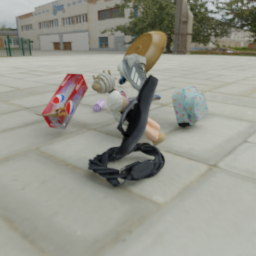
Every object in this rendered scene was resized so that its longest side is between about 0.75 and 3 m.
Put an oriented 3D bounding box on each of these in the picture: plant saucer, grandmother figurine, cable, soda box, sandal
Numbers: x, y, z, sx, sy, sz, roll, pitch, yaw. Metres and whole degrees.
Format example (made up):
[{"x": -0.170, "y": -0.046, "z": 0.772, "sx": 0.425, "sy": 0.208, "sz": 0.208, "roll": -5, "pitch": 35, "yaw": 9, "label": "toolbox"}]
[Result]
[{"x": 0.042, "y": -0.295, "z": 9.953, "sx": 1.916, "sy": 0.481, "sz": 1.916, "roll": 25, "pitch": 7, "yaw": -3, "label": "plant saucer"}, {"x": 0.502, "y": -3.101, "z": 11.731, "sx": 0.446, "sy": 2.517, "sz": 2.517, "roll": 33, "pitch": 0, "yaw": -32, "label": "plant saucer"}, {"x": 0.162, "y": -0.303, "z": 7.816, "sx": 2.107, "sy": 0.638, "sz": 1.278, "roll": 40, "pitch": -6, "yaw": -38, "label": "grandmother figurine"}, {"x": -0.019, "y": 0.921, "z": 7.588, "sx": 1.750, "sy": 0.545, "sz": 2.144, "roll": 9, "pitch": 22, "yaw": 39, "label": "cable"}, {"x": -2.307, "y": -1.038, "z": 10.442, "sx": 0.707, "sy": 0.781, "sz": 2.230, "roll": 5, "pitch": 51, "yaw": 20, "label": "soda box"}, {"x": 0.111, "y": -0.349, "z": 6.749, "sx": 0.559, "sy": 0.992, "sz": 2.609, "roll": 28, "pitch": 46, "yaw": -10, "label": "sandal"}]

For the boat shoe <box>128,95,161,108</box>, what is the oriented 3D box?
[{"x": 0.733, "y": -1.140, "z": 12.219, "sx": 1.455, "sy": 0.527, "sz": 0.526, "roll": -7, "pitch": 10, "yaw": -3, "label": "boat shoe"}]

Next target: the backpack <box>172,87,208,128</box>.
[{"x": 2.346, "y": -0.871, "z": 10.750, "sx": 1.256, "sy": 1.428, "sz": 1.095, "roll": -27, "pitch": 7, "yaw": -42, "label": "backpack"}]

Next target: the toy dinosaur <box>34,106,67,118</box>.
[{"x": -2.304, "y": -0.433, "z": 8.777, "sx": 0.666, "sy": 0.379, "sz": 1.253, "roll": -16, "pitch": 4, "yaw": 11, "label": "toy dinosaur"}]

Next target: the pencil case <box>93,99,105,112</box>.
[{"x": -1.401, "y": -1.076, "z": 13.444, "sx": 0.410, "sy": 0.418, "sz": 0.978, "roll": 1, "pitch": 18, "yaw": 7, "label": "pencil case"}]

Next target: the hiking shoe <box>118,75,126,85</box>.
[{"x": -0.138, "y": -2.035, "z": 11.038, "sx": 0.333, "sy": 0.768, "sz": 0.286, "roll": -7, "pitch": -25, "yaw": 42, "label": "hiking shoe"}]

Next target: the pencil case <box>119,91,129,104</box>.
[{"x": -0.252, "y": -1.293, "z": 12.888, "sx": 0.487, "sy": 0.487, "sz": 1.115, "roll": 4, "pitch": -16, "yaw": 13, "label": "pencil case"}]

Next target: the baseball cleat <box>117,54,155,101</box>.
[{"x": 0.418, "y": -1.934, "z": 10.136, "sx": 2.140, "sy": 1.139, "sz": 0.746, "roll": 48, "pitch": 18, "yaw": 26, "label": "baseball cleat"}]

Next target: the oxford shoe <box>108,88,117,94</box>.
[{"x": -0.795, "y": -1.571, "z": 11.122, "sx": 1.003, "sy": 0.357, "sz": 0.364, "roll": 35, "pitch": 12, "yaw": 28, "label": "oxford shoe"}]

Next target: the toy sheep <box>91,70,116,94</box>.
[{"x": -0.639, "y": -1.234, "z": 7.622, "sx": 0.886, "sy": 0.611, "sz": 0.611, "roll": -31, "pitch": 34, "yaw": -33, "label": "toy sheep"}]
